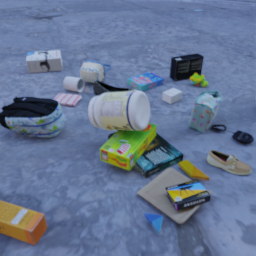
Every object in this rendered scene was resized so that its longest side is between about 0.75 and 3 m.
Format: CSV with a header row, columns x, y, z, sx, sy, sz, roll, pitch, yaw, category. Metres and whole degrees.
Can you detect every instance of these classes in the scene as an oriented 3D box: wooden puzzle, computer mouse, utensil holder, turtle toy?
x,y,z,sx,sy,sz,roll,pitch,yaw,category
1.434,2.020,8.585,2.811,0.329,1.897,-24,38,-31,wooden puzzle
4.138,0.262,11.224,1.770,0.301,0.519,26,57,40,computer mouse
-2.810,-2.261,14.472,0.857,0.728,0.728,11,36,20,utensil holder
3.788,-2.512,14.999,1.026,0.519,0.748,21,40,26,turtle toy

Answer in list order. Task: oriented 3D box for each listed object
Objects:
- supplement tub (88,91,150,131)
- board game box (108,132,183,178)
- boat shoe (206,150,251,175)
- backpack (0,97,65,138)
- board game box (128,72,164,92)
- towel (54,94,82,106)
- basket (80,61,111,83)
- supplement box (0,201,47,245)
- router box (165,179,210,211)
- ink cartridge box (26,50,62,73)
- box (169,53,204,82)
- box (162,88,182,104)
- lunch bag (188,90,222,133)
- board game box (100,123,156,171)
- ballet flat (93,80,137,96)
x,y,z,sx,sy,sz,roll,pitch,yaw,category
-0.314,-0.578,9.796,1.866,1.353,1.353,0,31,29,supplement tub
0.581,0.718,10.420,1.694,0.353,2.505,-20,39,-26,board game box
3.469,1.170,9.624,1.506,0.500,0.557,15,37,21,boat shoe
-3.657,-0.469,11.251,2.251,1.730,1.836,-9,29,24,backpack
0.948,-2.507,15.135,1.577,0.355,1.199,-23,40,-29,board game box
-3.001,-1.356,13.638,1.260,0.188,0.922,7,35,15,towel
-1.873,-3.159,15.376,1.444,1.139,1.638,13,45,17,basket
-3.208,2.481,7.589,1.919,0.639,0.660,11,36,14,supplement box
1.724,1.942,8.172,1.066,0.272,0.795,-12,28,-14,router box
-5.036,-4.023,16.923,1.979,0.829,1.436,-7,35,-11,ink cartridge box
3.255,-3.393,15.669,1.726,1.218,0.681,-13,35,-18,box
2.143,-1.562,13.686,0.788,0.419,0.600,-26,41,-32,box
3.255,-0.763,11.712,0.945,1.321,1.550,26,42,22,lunch bag
0.059,0.496,9.959,1.126,0.528,2.216,17,38,22,board game box
-0.626,-1.844,13.864,2.437,0.692,0.810,9,35,13,ballet flat
